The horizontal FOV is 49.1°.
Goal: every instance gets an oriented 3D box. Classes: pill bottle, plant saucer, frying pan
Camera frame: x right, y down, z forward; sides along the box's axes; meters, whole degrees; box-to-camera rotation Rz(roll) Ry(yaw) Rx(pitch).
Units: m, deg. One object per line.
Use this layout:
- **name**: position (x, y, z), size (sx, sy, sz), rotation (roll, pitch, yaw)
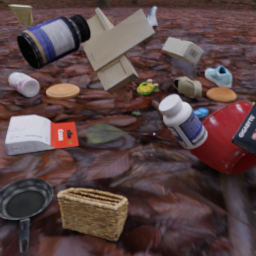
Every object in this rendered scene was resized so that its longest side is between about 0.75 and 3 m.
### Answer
- **pill bottle**: position (1.363, -0.159, 7.063), size (0.755, 1.360, 0.755), rotation (-30, 30, 19)
- **pill bottle**: position (-1.250, -1.534, 4.875), size (1.162, 0.650, 0.650), rotation (-36, 44, -28)
- **plant saucer**: position (-3.244, -1.849, 13.914), size (1.622, 0.262, 1.622), rotation (1, 29, 0)
- **frying pan**: position (-2.375, 2.037, 6.928), size (1.464, 0.394, 2.420), rotation (-23, 39, -34)
- **pill bottle**: position (-5.154, -2.140, 13.755), size (0.910, 0.910, 1.605), rotation (-26, 38, -37)
- **plant saucer**: position (4.514, -1.638, 13.542), size (1.381, 0.258, 1.381), rotation (-1, 30, 0)

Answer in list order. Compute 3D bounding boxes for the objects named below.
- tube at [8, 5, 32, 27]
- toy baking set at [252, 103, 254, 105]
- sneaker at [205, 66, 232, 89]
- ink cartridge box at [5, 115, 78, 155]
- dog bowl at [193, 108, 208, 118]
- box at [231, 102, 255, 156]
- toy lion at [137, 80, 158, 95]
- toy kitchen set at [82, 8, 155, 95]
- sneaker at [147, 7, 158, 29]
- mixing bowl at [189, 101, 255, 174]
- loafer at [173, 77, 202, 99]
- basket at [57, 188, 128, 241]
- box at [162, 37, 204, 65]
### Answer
- **tube**: position (-3.146, -3.444, 8.446), size (0.474, 0.424, 1.632), rotation (-42, 16, -5)
- **toy baking set**: position (5.573, -0.912, 12.429), size (0.979, 0.114, 0.751), rotation (-24, 34, -36)
- **sneaker**: position (4.939, -2.946, 15.139), size (0.860, 0.954, 2.328), rotation (-7, 30, -14)
- **ink cartridge box**: position (-3.095, 0.125, 10.152), size (2.323, 0.663, 1.888), rotation (-11, 31, -10)
- **dog bowl**: position (3.019, -0.612, 11.791), size (0.788, 0.195, 0.439), rotation (-19, 35, -29)
- **box**: position (3.602, -0.096, 6.565), size (1.516, 0.439, 1.907), rotation (32, 85, 24)
- **toy lion**: position (0.916, -2.009, 14.171), size (1.058, 0.379, 1.103), rotation (-18, 33, -14)
- **toy kitchen set**: position (0.003, -2.717, 10.000), size (2.231, 2.735, 2.467), rotation (-30, -17, 14)
- **sneaker**: position (1.003, -4.378, 11.489), size (0.522, 1.204, 0.451), rotation (21, -7, 1)
- **mixing bowl**: position (3.078, 0.496, 8.101), size (2.301, 2.301, 1.246), rotation (-13, 47, -21)
- **loafer**: position (2.819, -1.916, 13.530), size (0.767, 0.850, 2.247), rotation (-8, 21, -12)
- **basket**: position (-0.768, 1.791, 6.632), size (1.475, 1.099, 1.053), rotation (8, 30, 15)
- **box**: position (2.486, -3.597, 13.006), size (0.872, 0.725, 2.122), rotation (24, 13, -29)
